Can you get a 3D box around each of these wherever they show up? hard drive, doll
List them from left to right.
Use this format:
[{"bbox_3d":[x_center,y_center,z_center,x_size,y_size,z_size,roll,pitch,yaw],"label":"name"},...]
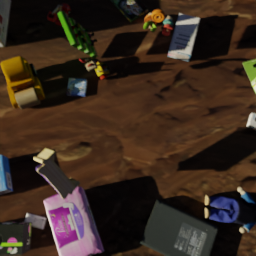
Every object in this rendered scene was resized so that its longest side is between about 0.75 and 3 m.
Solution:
[{"bbox_3d":[1.799,3.834,10.035,2.373,0.390,1.656,23,73,8],"label":"hard drive"},{"bbox_3d":[4.021,2.971,10.233,2.339,0.567,1.596,8,74,3],"label":"doll"}]

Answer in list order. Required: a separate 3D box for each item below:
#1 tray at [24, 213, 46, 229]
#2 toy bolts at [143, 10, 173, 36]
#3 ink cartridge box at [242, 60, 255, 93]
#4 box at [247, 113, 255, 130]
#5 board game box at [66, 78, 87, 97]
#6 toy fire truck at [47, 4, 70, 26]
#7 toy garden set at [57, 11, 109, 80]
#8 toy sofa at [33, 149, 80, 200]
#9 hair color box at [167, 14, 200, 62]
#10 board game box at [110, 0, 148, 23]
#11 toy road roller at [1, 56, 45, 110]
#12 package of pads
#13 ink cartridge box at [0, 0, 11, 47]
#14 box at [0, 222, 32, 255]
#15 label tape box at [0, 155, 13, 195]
[{"bbox_3d":[-3.446,3.447,10.332,0.774,0.086,0.416,13,71,4],"label":"tray"},{"bbox_3d":[1.490,-4.930,12.643,1.318,1.259,0.914,17,61,-14],"label":"toy bolts"},{"bbox_3d":[6.007,-2.241,11.868,1.496,0.767,2.024,-16,73,-5],"label":"ink cartridge box"},{"bbox_3d":[5.442,-0.154,11.415,1.015,0.305,0.592,22,73,7],"label":"box"},{"bbox_3d":[-2.195,-1.736,12.014,0.778,0.169,0.775,3,71,1],"label":"board game box"},{"bbox_3d":[-3.129,-5.218,12.746,0.341,0.986,1.398,21,73,6],"label":"toy fire truck"},{"bbox_3d":[-1.539,-3.148,11.062,0.553,2.773,2.312,-23,91,11],"label":"toy garden set"},{"bbox_3d":[-2.317,1.474,8.877,0.657,1.586,0.774,9,50,49],"label":"toy sofa"},{"bbox_3d":[2.489,-4.053,12.555,0.998,0.604,1.995,16,72,5],"label":"hair color box"},{"bbox_3d":[-0.094,-6.055,13.431,1.095,0.245,2.090,-36,75,-9],"label":"board game box"},{"bbox_3d":[-4.377,-1.930,11.370,1.268,1.506,2.063,-21,73,-7],"label":"toy road roller"},{"bbox_3d":[-1.934,3.454,9.885,1.459,0.916,2.422,-21,73,-7],"label":"package of pads"},{"bbox_3d":[-6.143,-5.254,12.056,1.103,2.309,2.630,-2,71,0],"label":"ink cartridge box"},{"bbox_3d":[-4.185,3.839,9.765,1.352,0.840,1.004,-1,77,1],"label":"box"},{"bbox_3d":[-5.477,1.964,10.551,1.914,0.633,1.372,-16,72,-3],"label":"label tape box"}]
